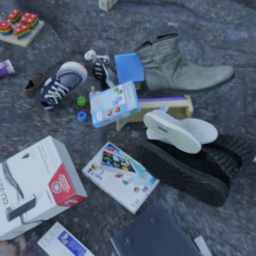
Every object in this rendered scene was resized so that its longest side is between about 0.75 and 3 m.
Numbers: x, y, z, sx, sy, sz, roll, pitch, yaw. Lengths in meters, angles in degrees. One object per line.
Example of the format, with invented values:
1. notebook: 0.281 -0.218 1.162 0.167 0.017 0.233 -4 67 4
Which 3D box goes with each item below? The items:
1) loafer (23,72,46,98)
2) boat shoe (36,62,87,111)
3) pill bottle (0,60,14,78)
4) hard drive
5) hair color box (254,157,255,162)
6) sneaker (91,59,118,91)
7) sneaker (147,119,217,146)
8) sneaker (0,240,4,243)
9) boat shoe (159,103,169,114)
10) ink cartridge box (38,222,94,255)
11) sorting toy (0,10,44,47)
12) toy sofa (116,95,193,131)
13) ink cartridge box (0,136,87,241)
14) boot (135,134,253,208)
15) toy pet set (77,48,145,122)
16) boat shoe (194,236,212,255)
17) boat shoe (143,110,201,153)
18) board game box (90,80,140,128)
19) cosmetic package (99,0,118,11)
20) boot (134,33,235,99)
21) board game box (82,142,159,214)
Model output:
1. loafer: -3.469 -1.661 10.440 0.433 0.420 1.185 19 61 11
2. boat shoe: -2.257 -1.269 9.340 0.892 2.389 1.108 34 61 -25
3. pill bottle: -4.885 -2.186 10.702 0.918 0.511 0.511 -28 63 -16
4. hard drive: 0.939 3.500 7.240 1.760 0.552 2.609 -33 63 -18
5. hair color box: 4.995 0.042 8.408 0.877 1.449 2.898 38 51 17
6. sneaker: -0.770 -1.870 9.796 0.630 1.704 0.676 20 71 23
7. sneaker: 1.711 0.331 8.697 2.047 1.207 0.753 -1 62 20
8. sneaker: -3.798 2.928 7.758 0.852 0.322 0.392 12 56 5
9. boat shoe: 1.095 -0.386 8.782 0.293 0.271 0.793 17 81 49
10. ink cartridge box: -1.629 3.304 7.500 1.508 0.296 0.750 34 61 21
11. sorting toy: -4.697 -4.341 11.979 1.550 0.539 1.541 18 61 10
12. toy sofa: 0.785 -0.755 9.517 2.605 1.079 1.271 -3 60 -2
13. ink cartridge box: -2.670 1.655 7.613 2.477 1.037 1.787 -30 71 0
14. boot: 1.952 0.787 8.362 3.031 1.141 2.266 29 50 20
15. toy pet set: -0.710 -1.834 9.945 2.487 1.414 2.664 -7 60 -3
16. boat shoe: 2.044 3.350 7.551 0.278 0.282 0.796 -32 65 12
17. boat shoe: 1.311 0.008 7.847 1.838 0.641 0.655 33 51 26
18. board game box: -0.442 -0.743 8.707 1.491 0.273 1.128 -20 56 12
19. cosmetic package: -0.859 -6.000 12.970 0.482 0.571 1.105 28 64 14
20. boot: 1.676 -2.056 8.803 2.976 1.944 1.008 -6 27 29
21. board game box: -0.224 1.479 8.590 2.039 0.353 1.287 34 65 19
